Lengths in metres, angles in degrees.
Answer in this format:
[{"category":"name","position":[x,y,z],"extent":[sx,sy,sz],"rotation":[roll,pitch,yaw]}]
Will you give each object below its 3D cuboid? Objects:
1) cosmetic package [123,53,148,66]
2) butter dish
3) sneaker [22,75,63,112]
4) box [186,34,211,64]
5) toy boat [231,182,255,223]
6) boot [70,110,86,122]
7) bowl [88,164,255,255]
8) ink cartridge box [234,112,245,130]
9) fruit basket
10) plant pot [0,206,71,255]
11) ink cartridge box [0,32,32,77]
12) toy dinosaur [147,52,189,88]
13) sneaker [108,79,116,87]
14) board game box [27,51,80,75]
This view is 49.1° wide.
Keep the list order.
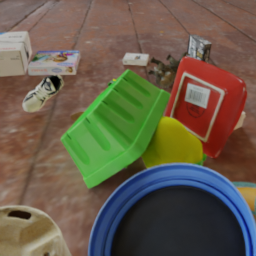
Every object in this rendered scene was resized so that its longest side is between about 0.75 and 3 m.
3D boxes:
[{"category":"cosmetic package","position":[0.345,-2.990,12.214],"extent":[1.017,0.263,0.767],"rotation":[6,32,8]},{"category":"butter dish","position":[2.254,-0.610,7.425],"extent":[1.555,2.098,2.104],"rotation":[-7,32,-35]},{"category":"sneaker","position":[-2.568,-1.111,8.499],"extent":[1.509,0.602,0.982],"rotation":[-38,4,-20]},{"category":"box","position":[2.970,-3.242,11.865],"extent":[0.337,1.067,1.353],"rotation":[-10,37,-14]},{"category":"toy boat","position":[2.599,1.291,5.041],"extent":[2.447,1.353,2.911],"rotation":[18,39,25]},{"category":"boot","position":[-1.126,-0.464,8.513],"extent":[1.096,0.385,0.802],"rotation":[2,28,2]},{"category":"bowl","position":[0.628,1.745,4.311],"extent":[2.592,0.509,2.592],"rotation":[-17,43,16]},{"category":"ink cartridge box","position":[2.945,-0.251,8.047],"extent":[0.758,0.475,0.487],"rotation":[-20,39,-26]},{"category":"fruit basket","position":[0.286,0.266,6.542],"extent":[2.918,2.105,2.918],"rotation":[28,44,-31]},{"category":"plant pot","position":[-1.357,2.097,3.384],"extent":[2.094,1.917,2.094],"rotation":[0,35,0]},{"category":"ink cartridge box","position":[-5.145,-3.098,11.648],"extent":[1.832,1.057,2.526],"rotation":[-6,35,-8]},{"category":"toy dinosaur","position":[1.626,-2.175,10.656],"extent":[2.631,1.013,1.345],"rotation":[-23,54,-40]},{"category":"sneaker","position":[-0.373,-1.473,10.013],"extent":[0.866,0.338,0.369],"rotation":[20,46,40]},{"category":"board game box","position":[-3.040,-2.753,11.750],"extent":[1.856,0.382,1.852],"rotation":[-2,35,-2]}]
